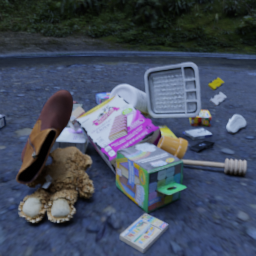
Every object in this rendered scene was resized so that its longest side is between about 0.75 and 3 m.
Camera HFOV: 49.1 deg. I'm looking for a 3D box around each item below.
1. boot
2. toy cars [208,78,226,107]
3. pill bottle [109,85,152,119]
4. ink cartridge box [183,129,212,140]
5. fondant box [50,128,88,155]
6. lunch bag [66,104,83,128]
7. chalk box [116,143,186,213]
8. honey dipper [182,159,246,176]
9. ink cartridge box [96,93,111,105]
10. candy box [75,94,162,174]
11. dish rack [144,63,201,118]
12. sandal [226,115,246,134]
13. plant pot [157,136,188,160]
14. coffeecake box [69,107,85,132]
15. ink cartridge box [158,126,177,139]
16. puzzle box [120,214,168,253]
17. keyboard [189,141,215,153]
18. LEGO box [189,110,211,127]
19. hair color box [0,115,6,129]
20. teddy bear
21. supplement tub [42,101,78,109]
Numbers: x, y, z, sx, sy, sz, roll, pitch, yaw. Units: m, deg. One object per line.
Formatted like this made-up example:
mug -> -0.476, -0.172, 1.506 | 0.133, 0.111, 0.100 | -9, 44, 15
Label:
boot -> -2.315, 0.021, 7.970 | 0.996, 2.739, 2.909 | 36, -8, -14
toy cars -> 2.287, -0.907, 7.297 | 0.469, 0.231, 1.045 | 13, 52, -8
pill bottle -> 0.291, -0.971, 12.113 | 1.333, 1.333, 2.331 | 12, 0, 29
ink cartridge box -> 2.924, 0.229, 11.938 | 0.920, 0.187, 0.922 | -8, 22, -21
fondant box -> -2.485, 0.468, 10.626 | 1.867, 0.544, 1.347 | 4, 21, -3
lunch bag -> -2.798, -0.373, 12.395 | 1.437, 1.030, 1.752 | -2, 26, 1
chalk box -> 0.665, 1.351, 7.492 | 1.206, 1.200, 1.939 | -11, 24, -31
honey dipper -> 2.412, 1.180, 9.049 | 2.584, 0.491, 0.491 | 3, 20, 15
ink cartridge box -> -1.312, -1.691, 16.603 | 1.020, 0.571, 1.495 | -7, 20, -19
candy box -> -0.357, 0.109, 9.418 | 1.872, 0.838, 2.746 | -33, 41, -14
dish rack -> 1.784, -1.424, 10.974 | 2.345, 2.013, 0.511 | 0, 11, 37
sandal -> 4.772, -0.158, 12.610 | 1.657, 0.674, 0.407 | -22, -11, -44
plant pot -> 1.259, 0.580, 8.273 | 0.700, 0.765, 0.765 | 26, 20, -5
coffeecake box -> -1.885, -0.311, 10.402 | 0.302, 0.827, 0.635 | 40, 70, 20
ink cartridge box -> 0.647, 0.497, 10.642 | 2.292, 0.545, 2.319 | -2, 15, -9
puzzle box -> 0.367, 2.344, 6.320 | 0.658, 0.126, 0.989 | 16, 25, 35
keyboard -> 2.893, 0.722, 10.704 | 1.085, 0.139, 0.651 | -18, 21, -39
LEGO box -> 3.431, -0.474, 13.422 | 0.902, 0.467, 1.211 | 2, 20, 6
hair color box -> -6.604, -0.239, 12.710 | 1.746, 0.528, 0.873 | 0, 20, 0
teddy bear -> -1.853, 1.574, 7.591 | 1.955, 0.900, 2.696 | -14, 28, -7
supplement tub -> -3.372, -0.929, 14.005 | 1.745, 0.933, 0.933 | 5, 21, 15
